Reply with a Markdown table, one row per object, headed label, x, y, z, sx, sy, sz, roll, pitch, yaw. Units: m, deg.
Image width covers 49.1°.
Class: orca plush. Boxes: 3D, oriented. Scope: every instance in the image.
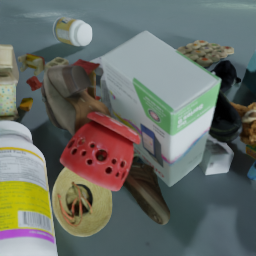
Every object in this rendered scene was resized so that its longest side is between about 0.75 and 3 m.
| label | x | y | z | sx | sy | sz | roll | pitch | yaw |
| --- | --- | --- | --- | --- | --- | --- | --- | --- | --- |
| orca plush | 3.322 | -2.014 | 10.079 | 1.329 | 0.898 | 2.525 | 24 | 41 | 30 |

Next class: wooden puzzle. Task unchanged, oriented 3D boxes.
| label | x | y | z | sx | sy | sz | roll | pitch | yaw |
| --- | --- | --- | --- | --- | --- | --- | --- | --- | --- |
| wooden puzzle | -3.961 | -0.411 | 8.268 | 2.274 | 0.266 | 1.534 | -10 | 29 | -16 |

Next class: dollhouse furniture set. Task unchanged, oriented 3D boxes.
| label | x | y | z | sx | sy | sz | roll | pitch | yaw |
| --- | --- | --- | --- | --- | --- | --- | --- | --- | --- |
| dollhouse furniture set | -2.137 | -1.564 | 8.929 | 2.396 | 1.290 | 0.975 | 18 | 40 | 16 |
| dollhouse furniture set | -3.727 | -1.133 | 7.085 | 1.601 | 1.810 | 1.006 | -5 | 27 | -30 |

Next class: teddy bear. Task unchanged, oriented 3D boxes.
| label | x | y | z | sx | sy | sz | roll | pitch | yaw |
| --- | --- | --- | --- | --- | --- | --- | --- | --- | --- |
| teddy bear | 2.814 | -0.305 | 7.270 | 1.558 | 0.717 | 2.149 | 1 | 21 | 1 |

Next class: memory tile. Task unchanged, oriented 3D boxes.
| label | x | y | z | sx | sy | sz | roll | pitch | yaw |
| --- | --- | --- | --- | --- | --- | --- | --- | --- | --- |
| memory tile | 3.391 | -3.478 | 12.782 | 2.051 | 0.225 | 2.675 | 28 | 44 | 34 |

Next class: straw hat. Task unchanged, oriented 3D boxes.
| label | x | y | z | sx | sy | sz | roll | pitch | yaw |
| --- | --- | --- | --- | --- | --- | --- | --- | --- | --- |
| straw hat | -1.020 | 1.409 | 5.371 | 0.607 | 1.434 | 1.434 | -30 | 18 | 35 |

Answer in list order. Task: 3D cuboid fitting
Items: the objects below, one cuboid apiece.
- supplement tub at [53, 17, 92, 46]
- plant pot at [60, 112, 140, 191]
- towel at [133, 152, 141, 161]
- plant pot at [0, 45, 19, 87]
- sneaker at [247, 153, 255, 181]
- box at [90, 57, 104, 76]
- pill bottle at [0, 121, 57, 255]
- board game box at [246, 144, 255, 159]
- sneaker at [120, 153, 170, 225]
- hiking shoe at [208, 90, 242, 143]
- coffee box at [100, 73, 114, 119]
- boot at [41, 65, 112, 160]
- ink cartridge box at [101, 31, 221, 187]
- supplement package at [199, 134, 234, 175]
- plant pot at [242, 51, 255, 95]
| label | x | y | z | sx | sy | sz | roll | pitch | yaw |
| --- | --- | --- | --- | --- | --- | --- | --- | --- | --- |
| supplement tub | -2.694 | -4.670 | 13.625 | 1.660 | 1.201 | 1.201 | 23 | 41 | 29 |
| plant pot | -0.474 | 0.408 | 5.382 | 1.283 | 1.283 | 1.168 | 25 | 84 | 32 |
| towel | 0.821 | 0.161 | 7.552 | 2.109 | 0.229 | 1.547 | -12 | 36 | -17 |
| plant pot | -4.565 | -2.021 | 9.892 | 1.282 | 1.283 | 1.136 | -14 | 49 | -19 |
| sneaker | 2.265 | 0.544 | 4.801 | 0.343 | 0.763 | 0.299 | 23 | 14 | -25 |
| box | -0.383 | -2.626 | 11.430 | 1.575 | 0.397 | 2.182 | 26 | 43 | 32 |
| pill bottle | -1.963 | 1.083 | 4.524 | 1.322 | 1.322 | 2.537 | -10 | 47 | -14 |
| board game box | 4.331 | 0.052 | 6.804 | 2.725 | 0.409 | 1.302 | -35 | 44 | -14 |
| sneaker | 0.344 | 1.087 | 5.730 | 0.727 | 0.678 | 1.925 | -30 | 42 | -18 |
| hiking shoe | 1.463 | -0.834 | 6.282 | 2.680 | 1.349 | 1.015 | 40 | 85 | 20 |
| coffee box | -0.085 | -1.108 | 8.438 | 1.265 | 1.279 | 1.277 | 3 | 35 | 6 |
| boot | -1.397 | -0.257 | 7.155 | 0.993 | 2.828 | 2.067 | -15 | 1 | -35 |
| ink cartridge box | 0.612 | -0.266 | 5.714 | 1.143 | 2.611 | 1.898 | -36 | 58 | -17 |
| supplement package | 1.958 | 0.602 | 6.571 | 0.583 | 0.588 | 0.774 | -4 | 35 | -13 |
| plant pot | 4.812 | -2.063 | 9.646 | 1.049 | 1.485 | 1.050 | -4 | 36 | -5 |
